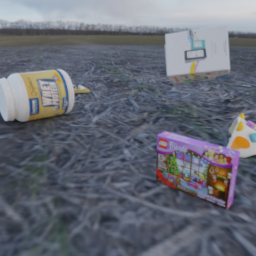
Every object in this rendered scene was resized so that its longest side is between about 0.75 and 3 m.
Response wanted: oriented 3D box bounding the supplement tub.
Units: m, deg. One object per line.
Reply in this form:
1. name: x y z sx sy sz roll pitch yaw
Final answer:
1. supplement tub: -3.303 -1.152 10.007 2.330 1.686 1.686 -15 25 -33

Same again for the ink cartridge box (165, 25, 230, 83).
1. ink cartridge box: 2.497 -2.563 10.083 2.087 1.524 1.531 -3 -1 18

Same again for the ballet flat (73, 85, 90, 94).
1. ballet flat: -2.522 -1.896 13.857 1.349 0.425 0.463 -10 22 -26

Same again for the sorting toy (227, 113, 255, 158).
1. sorting toy: 3.524 0.337 7.641 1.408 0.836 1.564 26 27 12

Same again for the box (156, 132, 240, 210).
1. box: 1.301 0.796 5.578 1.622 1.110 0.317 16 25 37
